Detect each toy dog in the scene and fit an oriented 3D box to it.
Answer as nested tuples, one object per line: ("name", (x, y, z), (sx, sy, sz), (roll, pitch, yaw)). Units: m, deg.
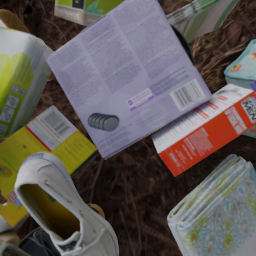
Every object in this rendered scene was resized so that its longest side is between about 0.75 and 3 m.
("toy dog", (-2.733, 1.803, 6.587), (1.529, 1.117, 2.319), (15, 74, 25))

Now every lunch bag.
("lunch bag", (3.115, -0.552, 5.114), (1.305, 1.823, 2.140), (-47, 39, -18))
("lunch bag", (-2.102, 2.657, 4.401), (1.976, 2.409, 1.417), (1, 51, 28))

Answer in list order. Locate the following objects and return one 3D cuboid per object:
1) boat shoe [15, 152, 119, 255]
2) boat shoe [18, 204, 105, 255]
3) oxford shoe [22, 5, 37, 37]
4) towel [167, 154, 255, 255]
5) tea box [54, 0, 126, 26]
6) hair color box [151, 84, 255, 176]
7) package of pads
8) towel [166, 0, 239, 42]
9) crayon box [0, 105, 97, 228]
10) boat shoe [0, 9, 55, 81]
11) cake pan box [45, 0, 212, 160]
("boat shoe", (-0.854, 1.549, 4.132), (0.891, 1.028, 2.412), (-22, 112, 8))
("boat shoe", (-1.791, 2.731, 6.683), (2.688, 0.837, 1.003), (-31, 78, -7))
("oxford shoe", (-3.073, -3.172, 8.501), (0.444, 0.516, 1.223), (-1, 76, -2))
("towel", (1.705, 1.782, 4.796), (1.841, 0.518, 2.150), (-35, 109, -25))
("tea box", (-0.563, -3.173, 5.815), (1.381, 2.066, 2.033), (-1, 115, -30))
("hair color box", (1.278, -0.006, 4.710), (1.705, 0.945, 0.545), (-35, 104, 7))
("package of pads", (-2.799, -1.082, 5.751), (2.579, 0.879, 1.992), (23, 89, 30))
("towel", (1.305, -2.168, 6.269), (2.406, 1.795, 0.369), (-31, 82, -8))
("crayon box", (-1.654, 0.624, 4.947), (1.226, 0.491, 1.931), (45, 58, 4))
("boat shoe", (-3.028, -2.230, 8.128), (2.380, 0.825, 0.843), (53, 36, -2))
("cake pan box", (0.017, -0.908, 4.934), (2.296, 0.601, 2.115), (-32, 93, 13))
